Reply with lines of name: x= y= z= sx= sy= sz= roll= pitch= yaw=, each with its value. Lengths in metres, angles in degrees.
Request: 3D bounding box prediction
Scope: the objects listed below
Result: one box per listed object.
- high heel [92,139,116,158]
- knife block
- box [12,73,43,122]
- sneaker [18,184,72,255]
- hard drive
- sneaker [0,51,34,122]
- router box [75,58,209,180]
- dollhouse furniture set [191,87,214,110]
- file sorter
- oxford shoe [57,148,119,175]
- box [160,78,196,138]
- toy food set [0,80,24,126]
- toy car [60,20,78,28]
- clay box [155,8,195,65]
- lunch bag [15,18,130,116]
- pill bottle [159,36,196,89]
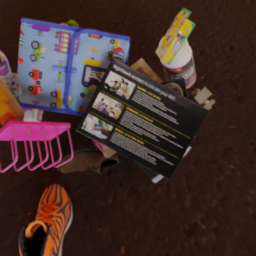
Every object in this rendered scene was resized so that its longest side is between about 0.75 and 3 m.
high heel: x=-0.098 y=-0.088 z=7.637 sx=1.961 sy=0.661 sz=0.941 roll=-40 pitch=56 yaw=6
knife block: x=0.095 y=-1.247 z=8.521 sx=1.575 sy=1.794 sz=0.574 roll=-34 pitch=27 yaw=29
box: x=-3.389 y=-0.956 z=8.684 sx=1.493 sy=0.722 sz=1.313 roll=9 pitch=86 yaw=-5
sneaker: x=-1.823 y=2.134 z=6.375 sx=0.866 sy=1.251 sz=2.232 roll=-2 pitch=51 yaw=-2
hard drive: x=0.883 y=0.715 z=7.534 sx=1.410 sy=0.298 sz=0.951 roll=-48 pitch=70 yaw=14
sneaker: x=-3.331 y=-1.084 z=7.553 sx=0.873 sy=1.374 sz=2.409 roll=-34 pitch=90 yaw=-28
router box: x=0.326 y=-0.205 z=6.739 sx=2.569 sy=0.656 sz=1.916 roll=28 pitch=98 yaw=-4
dollhouse furniture set: x=2.180 y=-0.856 z=7.725 sx=0.697 sy=0.399 sz=0.818 roll=52 pitch=28 yaw=15
file sorter: x=-1.952 y=0.418 z=5.883 sx=1.325 sy=0.921 sz=0.831 roll=3 pitch=66 yaw=-45
oxford shoe: x=-1.048 y=0.945 z=7.588 sx=1.704 sy=0.619 sz=0.719 roll=-14 pitch=44 yaw=-18
box: x=0.686 y=-0.368 z=7.887 sx=2.108 sy=1.689 sz=0.467 roll=-11 pitch=9 yaw=10
toy food set: x=-3.328 y=-0.002 z=6.597 sx=1.313 sy=2.919 sz=1.393 roll=54 pitch=30 yaw=10
toy car: x=-2.607 y=-3.041 z=10.194 sx=1.596 sy=1.259 sz=1.311 roll=0 pitch=39 yaw=36
clay box: x=1.086 y=-2.077 z=6.353 sx=0.278 sy=1.168 sz=0.671 roll=24 pitch=26 yaw=-21
lunch bag: x=-1.267 y=-1.453 z=7.405 sx=2.901 sy=2.184 sz=1.365 roll=10 pitch=13 yaw=5
pill bottle: x=1.461 y=-1.937 z=8.302 sx=0.928 sy=1.629 sz=0.928 roll=-9 pitch=61 yaw=16
